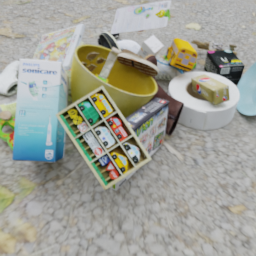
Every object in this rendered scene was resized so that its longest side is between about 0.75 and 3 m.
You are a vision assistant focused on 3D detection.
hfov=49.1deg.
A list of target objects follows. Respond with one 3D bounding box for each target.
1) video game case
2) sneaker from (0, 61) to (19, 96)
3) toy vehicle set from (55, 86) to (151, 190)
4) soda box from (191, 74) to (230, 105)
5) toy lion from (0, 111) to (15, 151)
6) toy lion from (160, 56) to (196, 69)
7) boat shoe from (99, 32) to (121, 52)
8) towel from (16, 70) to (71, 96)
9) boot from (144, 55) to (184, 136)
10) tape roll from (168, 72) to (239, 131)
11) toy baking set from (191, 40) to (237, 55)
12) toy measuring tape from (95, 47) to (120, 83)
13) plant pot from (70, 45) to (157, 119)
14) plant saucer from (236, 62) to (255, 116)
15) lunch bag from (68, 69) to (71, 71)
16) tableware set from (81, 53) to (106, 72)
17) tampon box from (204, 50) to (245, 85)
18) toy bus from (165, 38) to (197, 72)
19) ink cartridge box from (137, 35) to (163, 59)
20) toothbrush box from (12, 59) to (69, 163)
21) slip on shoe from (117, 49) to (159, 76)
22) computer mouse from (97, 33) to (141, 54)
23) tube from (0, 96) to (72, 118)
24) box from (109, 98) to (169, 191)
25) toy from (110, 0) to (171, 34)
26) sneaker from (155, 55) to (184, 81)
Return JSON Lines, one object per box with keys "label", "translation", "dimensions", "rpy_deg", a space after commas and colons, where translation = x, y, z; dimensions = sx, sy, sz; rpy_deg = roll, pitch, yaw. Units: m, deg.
{"label": "video game case", "translation": [-2.429, -2.602, 9.407], "dimensions": [1.892, 0.217, 1.722], "rpy_deg": [-2, 63, 30]}
{"label": "sneaker", "translation": [-4.853, -2.068, 11.976], "dimensions": [1.120, 0.714, 1.939], "rpy_deg": [18, 54, 16]}
{"label": "toy vehicle set", "translation": [-0.554, 0.218, 6.341], "dimensions": [1.249, 0.267, 2.011], "rpy_deg": [-34, 89, -6]}
{"label": "soda box", "translation": [2.893, -1.397, 9.983], "dimensions": [0.585, 0.553, 1.728], "rpy_deg": [-18, 26, -6]}
{"label": "toy lion", "translation": [-3.629, 0.199, 9.420], "dimensions": [1.530, 0.525, 1.467], "rpy_deg": [8, 52, -9]}
{"label": "toy lion", "translation": [2.333, -3.101, 13.264], "dimensions": [1.635, 0.561, 1.567], "rpy_deg": [26, 41, 26]}
{"label": "boat shoe", "translation": [-0.672, -2.811, 11.253], "dimensions": [0.755, 0.802, 2.234], "rpy_deg": [-23, 90, -30]}
{"label": "towel", "translation": [-2.983, -1.784, 11.000], "dimensions": [2.380, 0.434, 1.766], "rpy_deg": [0, 36, 5]}
{"label": "boot", "translation": [1.094, -1.164, 9.752], "dimensions": [2.066, 2.484, 0.899], "rpy_deg": [25, 11, 35]}
{"label": "tape roll", "translation": [2.793, -1.084, 10.663], "dimensions": [2.623, 0.917, 2.623], "rpy_deg": [0, 43, 0]}
{"label": "toy baking set", "translation": [4.105, -3.695, 13.122], "dimensions": [2.012, 0.305, 2.621], "rpy_deg": [3, 15, -43]}
{"label": "toy measuring tape", "translation": [-0.856, -1.339, 8.685], "dimensions": [0.848, 2.304, 0.848], "rpy_deg": [24, 31, -15]}
{"label": "plant pot", "translation": [-0.738, -1.089, 9.031], "dimensions": [2.762, 1.961, 2.762], "rpy_deg": [22, 31, -14]}
{"label": "plant saucer", "translation": [5.192, -1.574, 10.340], "dimensions": [0.531, 2.760, 2.760], "rpy_deg": [28, 38, -21]}
{"label": "lunch bag", "translation": [-2.322, -2.052, 12.086], "dimensions": [1.074, 0.500, 1.220], "rpy_deg": [31, 51, 24]}
{"label": "tableware set", "translation": [-1.119, -1.982, 8.572], "dimensions": [0.733, 0.878, 0.102], "rpy_deg": [4, 59, -54]}
{"label": "tampon box", "translation": [4.210, -2.683, 12.399], "dimensions": [1.137, 0.958, 1.517], "rpy_deg": [-6, 42, -6]}
{"label": "toy bus", "translation": [2.104, -2.981, 11.344], "dimensions": [0.781, 0.940, 2.400], "rpy_deg": [17, 27, -7]}
{"label": "ink cartridge box", "translation": [0.844, -3.008, 10.848], "dimensions": [0.607, 0.840, 0.618], "rpy_deg": [46, 61, 1]}
{"label": "toothbrush box", "translation": [-2.397, -0.413, 8.026], "dimensions": [1.126, 2.641, 1.933], "rpy_deg": [4, -2, -5]}
{"label": "slip on shoe", "translation": [0.374, -2.194, 9.294], "dimensions": [1.512, 0.575, 0.458], "rpy_deg": [23, 64, 18]}
{"label": "computer mouse", "translation": [-0.258, -4.335, 14.468], "dimensions": [1.593, 0.637, 2.904], "rpy_deg": [-30, 50, -31]}
{"label": "tube", "translation": [-3.499, -0.923, 10.754], "dimensions": [2.642, 0.686, 0.767], "rpy_deg": [-24, 86, -29]}
{"label": "box", "translation": [0.285, 0.340, 8.032], "dimensions": [0.495, 1.569, 2.851], "rpy_deg": [19, 33, 26]}
{"label": "toy", "translation": [0.560, -4.341, 11.368], "dimensions": [2.386, 0.563, 1.374], "rpy_deg": [0, 65, 27]}
{"label": "sneaker", "translation": [1.402, -2.435, 12.348], "dimensions": [2.594, 0.972, 1.124], "rpy_deg": [37, 81, 29]}
